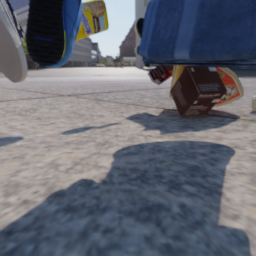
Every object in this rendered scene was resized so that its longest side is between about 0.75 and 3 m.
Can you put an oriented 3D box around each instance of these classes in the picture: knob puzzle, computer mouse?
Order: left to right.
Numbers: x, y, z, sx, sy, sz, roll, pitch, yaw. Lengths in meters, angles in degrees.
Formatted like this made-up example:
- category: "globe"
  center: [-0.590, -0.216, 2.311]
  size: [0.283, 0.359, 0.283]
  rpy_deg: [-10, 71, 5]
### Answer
- category: "computer mouse"
  center: [0.604, -3.507, 11.519]
  size: [0.399, 2.346, 0.688]
  rpy_deg: [-11, -23, 19]
- category: "knob puzzle"
  center: [3.149, -1.567, 11.275]
  size: [3.193, 0.443, 3.193]
  rpy_deg: [15, -29, 9]

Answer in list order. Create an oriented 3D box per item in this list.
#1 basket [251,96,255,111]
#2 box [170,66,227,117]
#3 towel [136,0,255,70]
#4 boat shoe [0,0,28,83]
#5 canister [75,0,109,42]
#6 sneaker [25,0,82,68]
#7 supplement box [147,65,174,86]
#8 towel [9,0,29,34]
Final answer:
- category: "basket"
  center: [5.709, -1.005, 11.606]
  size: [1.013, 0.625, 0.687]
  rpy_deg: [-3, 12, -19]
- category: "box"
  center: [2.487, -1.319, 10.160]
  size: [1.230, 1.217, 1.483]
  rpy_deg: [-5, -29, -22]
- category: "towel"
  center: [1.488, -2.038, 5.694]
  size: [2.823, 1.576, 0.685]
  rpy_deg: [14, 2, 42]
- category: "boat shoe"
  center: [-3.426, -2.830, 8.430]
  size: [1.053, 2.820, 1.307]
  rpy_deg: [-9, 15, 27]
- category: "canister"
  center: [-1.556, -3.892, 10.073]
  size: [1.661, 1.234, 0.719]
  rpy_deg: [-31, 37, -32]
- category: "sneaker"
  center: [-1.367, -2.694, 5.658]
  size: [0.972, 2.949, 1.156]
  rpy_deg: [14, 17, 0]
- category: "supplement box"
  center: [1.696, -2.476, 11.768]
  size: [1.614, 0.491, 0.878]
  rpy_deg: [-33, -15, 20]
- category: "towel"
  center: [-2.402, -3.015, 6.924]
  size: [1.251, 1.704, 0.203]
  rpy_deg: [-7, 24, 30]
